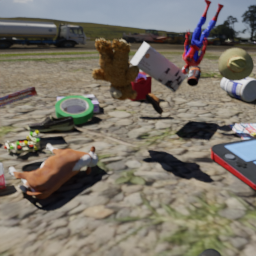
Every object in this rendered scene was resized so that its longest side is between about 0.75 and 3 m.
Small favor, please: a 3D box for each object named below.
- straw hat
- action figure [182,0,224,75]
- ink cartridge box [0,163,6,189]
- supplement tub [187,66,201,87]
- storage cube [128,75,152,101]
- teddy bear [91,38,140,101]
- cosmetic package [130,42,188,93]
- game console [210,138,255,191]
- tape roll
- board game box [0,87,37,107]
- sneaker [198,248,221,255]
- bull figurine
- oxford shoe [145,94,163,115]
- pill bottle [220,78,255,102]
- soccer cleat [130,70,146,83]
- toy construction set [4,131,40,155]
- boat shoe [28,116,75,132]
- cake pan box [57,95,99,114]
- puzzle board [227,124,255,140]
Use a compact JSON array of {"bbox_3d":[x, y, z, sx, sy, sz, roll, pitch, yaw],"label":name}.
[{"bbox_3d":[2.384,-1.396,6.114,0.777,0.777,0.329,3,6,9],"label":"straw hat"},{"bbox_3d":[2.669,-3.353,10.680,0.907,2.774,0.717,30,27,23],"label":"action figure"},{"bbox_3d":[-3.613,1.307,7.157,0.839,0.609,0.350,-10,-20,-22],"label":"ink cartridge box"},{"bbox_3d":[2.803,-2.209,11.824,0.492,0.492,0.920,9,53,22],"label":"supplement tub"},{"bbox_3d":[0.487,-2.391,16.201,1.276,1.342,1.493,-12,24,-29],"label":"storage cube"},{"bbox_3d":[-0.391,-1.740,8.743,1.633,2.252,0.752,15,46,3],"label":"teddy bear"},{"bbox_3d":[1.341,-2.458,11.643,2.402,0.991,0.608,25,16,-34],"label":"cosmetic package"},{"bbox_3d":[4.148,0.970,8.430,2.718,0.422,2.404,-8,21,-19],"label":"game console"},{"bbox_3d":[-2.398,-0.829,12.550,1.689,0.406,1.689,3,39,-3],"label":"tape roll"},{"bbox_3d":[-4.160,-1.143,10.400,1.490,0.145,0.767,-22,-4,-15],"label":"board game box"},{"bbox_3d":[1.150,2.310,4.406,0.584,0.676,1.543,14,25,34],"label":"sneaker"},{"bbox_3d":[-1.930,1.063,7.643,1.491,0.800,2.456,8,21,26],"label":"bull figurine"},{"bbox_3d":[0.875,-0.771,8.636,0.310,0.310,0.870,-20,56,-17],"label":"oxford shoe"},{"bbox_3d":[6.416,-2.371,16.226,1.277,1.277,2.134,-7,22,-18],"label":"pill bottle"},{"bbox_3d":[0.142,-2.290,12.974,1.416,0.518,0.483,-15,-15,-3],"label":"soccer cleat"},{"bbox_3d":[-3.502,0.539,9.377,1.223,0.563,0.802,-18,50,-23],"label":"toy construction set"},{"bbox_3d":[-3.115,-0.210,11.347,1.845,0.598,0.675,-4,21,-12],"label":"boat shoe"},{"bbox_3d":[-2.513,-1.175,14.108,2.026,0.530,1.866,-5,23,-14],"label":"cake pan box"},{"bbox_3d":[4.853,0.123,11.120,1.244,0.144,1.650,0,20,-1],"label":"puzzle board"}]
